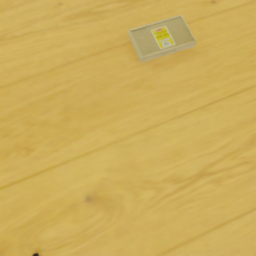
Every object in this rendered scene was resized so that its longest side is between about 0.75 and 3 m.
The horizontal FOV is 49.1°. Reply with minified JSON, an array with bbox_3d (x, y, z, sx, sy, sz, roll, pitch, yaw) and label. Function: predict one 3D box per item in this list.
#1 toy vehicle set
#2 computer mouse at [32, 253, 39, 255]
[{"bbox_3d":[1.264,-3.349,10.454,2.185,0.290,1.358,-18,69,-7],"label":"toy vehicle set"},{"bbox_3d":[-3.196,4.036,7.453,1.751,0.384,0.960,-10,73,-10],"label":"computer mouse"}]
